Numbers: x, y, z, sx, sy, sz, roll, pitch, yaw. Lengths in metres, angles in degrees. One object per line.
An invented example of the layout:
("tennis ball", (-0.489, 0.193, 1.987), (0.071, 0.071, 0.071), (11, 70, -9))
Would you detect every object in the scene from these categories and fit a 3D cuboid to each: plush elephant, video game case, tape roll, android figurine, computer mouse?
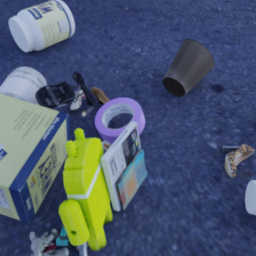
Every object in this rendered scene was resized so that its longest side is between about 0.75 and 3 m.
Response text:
("plush elephant", (-2.174, 3.044, 7.253), (1.008, 0.780, 0.830), (-23, 51, -21))
("video game case", (-0.093, 1.101, 8.131), (0.230, 1.967, 1.788), (10, 38, 27))
("tape roll", (-0.296, -0.256, 10.079), (1.727, 0.566, 1.727), (-9, 51, 12))
("android figurine", (-0.984, 1.503, 7.060), (0.610, 2.972, 2.705), (-6, 25, 11))
("computer mouse", (-2.219, -0.964, 10.149), (1.618, 0.530, 2.305), (56, 45, -7))

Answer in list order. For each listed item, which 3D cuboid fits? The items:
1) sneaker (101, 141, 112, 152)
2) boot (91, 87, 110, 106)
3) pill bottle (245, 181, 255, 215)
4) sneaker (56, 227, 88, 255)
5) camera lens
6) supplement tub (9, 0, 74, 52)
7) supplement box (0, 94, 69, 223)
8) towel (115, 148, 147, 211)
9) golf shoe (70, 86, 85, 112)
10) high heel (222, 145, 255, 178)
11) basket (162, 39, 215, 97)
("sneaker", (-0.452, 0.726, 8.555), (0.905, 0.350, 0.354), (41, 76, -5))
("boot", (-1.164, -1.253, 11.374), (1.019, 0.375, 0.385), (43, 39, 5))
("pill bottle", (4.598, 2.101, 7.803), (2.313, 1.280, 1.280), (8, 47, 7))
("sneaker", (-1.488, 3.059, 7.391), (0.777, 0.538, 1.287), (-9, 39, -15))
("camera lens", (-4.114, -1.203, 10.714), (1.526, 1.526, 1.908), (7, 51, 7))
("supplement tub", (-4.336, -5.140, 14.197), (2.731, 1.980, 1.980), (-35, 56, -29))
("supplement box", (-3.668, 0.758, 8.378), (2.885, 1.939, 2.888), (17, 48, 5))
("towel", (0.136, 1.510, 8.259), (0.170, 1.146, 1.563), (10, 39, 27))
("golf shoe", (-2.072, -1.170, 11.329), (0.434, 0.495, 1.124), (9, 60, 37))
("high heel", (3.753, 1.089, 9.253), (1.072, 0.537, 1.504), (1, 37, 9))
("basket", (2.463, -2.399, 11.832), (2.013, 1.815, 1.369), (-52, 19, -19))
